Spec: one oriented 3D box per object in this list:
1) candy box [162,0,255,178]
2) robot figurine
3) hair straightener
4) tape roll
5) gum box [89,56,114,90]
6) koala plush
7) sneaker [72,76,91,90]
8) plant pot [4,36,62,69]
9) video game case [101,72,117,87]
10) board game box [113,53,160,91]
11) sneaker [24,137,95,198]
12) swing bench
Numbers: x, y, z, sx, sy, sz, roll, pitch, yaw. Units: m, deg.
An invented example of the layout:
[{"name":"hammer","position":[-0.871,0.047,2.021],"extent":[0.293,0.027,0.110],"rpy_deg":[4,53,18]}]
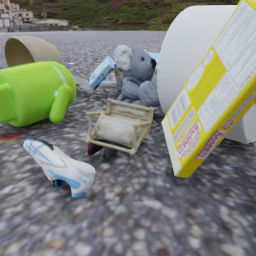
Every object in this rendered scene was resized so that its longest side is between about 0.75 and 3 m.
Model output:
[{"name":"candy box","position":[1.389,-0.541,4.536],"extent":[0.361,2.734,1.397],"rpy_deg":[12,42,-21]},{"name":"robot figurine","position":[-2.536,-0.967,7.608],"extent":[2.277,1.501,2.595],"rpy_deg":[15,29,36]},{"name":"hair straightener","position":[0.052,0.220,6.377],"extent":[0.813,0.432,2.113],"rpy_deg":[22,30,28]},{"name":"tape roll","position":[2.356,-1.337,6.708],"extent":[2.057,2.996,2.996],"rpy_deg":[20,30,38]},{"name":"gum box","position":[-0.942,-1.962,9.887],"extent":[0.266,1.016,1.196],"rpy_deg":[38,19,-21]},{"name":"koala plush","position":[0.298,-1.419,7.916],"extent":[1.690,1.839,1.631],"rpy_deg":[-15,1,40]},{"name":"sneaker","position":[-1.716,-1.667,10.541],"extent":[0.961,0.340,0.477],"rpy_deg":[25,2,15]},{"name":"plant pot","position":[-3.166,-2.317,9.904],"extent":[2.024,2.024,1.359],"rpy_deg":[18,37,37]},{"name":"video game case","position":[-0.238,-2.155,12.307],"extent":[1.814,0.229,1.991],"rpy_deg":[0,24,-1]},{"name":"board game box","position":[0.734,-1.981,10.268],"extent":[2.261,1.165,1.186],"rpy_deg":[15,44,34]},{"name":"sneaker","position":[-1.324,0.644,4.941],"extent":[1.731,0.627,0.622],"rpy_deg":[24,-6,33]},{"name":"swing bench","position":[-0.159,-0.066,5.741],"extent":[1.054,0.688,1.060],"rpy_deg":[14,26,19]}]
